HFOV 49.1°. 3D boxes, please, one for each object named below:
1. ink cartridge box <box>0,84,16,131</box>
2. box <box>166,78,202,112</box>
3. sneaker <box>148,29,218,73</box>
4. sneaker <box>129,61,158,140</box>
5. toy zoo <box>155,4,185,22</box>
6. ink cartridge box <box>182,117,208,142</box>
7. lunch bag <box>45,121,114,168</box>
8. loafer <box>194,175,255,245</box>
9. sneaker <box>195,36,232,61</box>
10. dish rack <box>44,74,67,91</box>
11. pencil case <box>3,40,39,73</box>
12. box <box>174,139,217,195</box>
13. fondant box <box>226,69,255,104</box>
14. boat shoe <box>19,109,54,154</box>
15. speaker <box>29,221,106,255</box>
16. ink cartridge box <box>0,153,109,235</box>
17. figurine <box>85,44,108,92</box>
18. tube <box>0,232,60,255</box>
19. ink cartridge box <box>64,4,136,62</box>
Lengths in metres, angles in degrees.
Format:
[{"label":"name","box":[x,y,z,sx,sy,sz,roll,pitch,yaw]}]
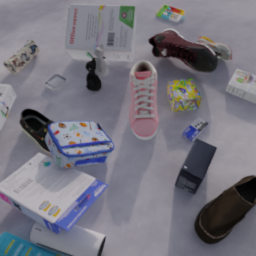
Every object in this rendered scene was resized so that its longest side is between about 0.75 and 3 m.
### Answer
[{"label":"ink cartridge box","box":[-5.071,-0.782,10.256,1.237,0.717,1.709,5,56,4]},{"label":"box","box":[2.095,-1.252,10.628,1.015,0.643,1.054,-7,56,-5]},{"label":"sneaker","box":[1.972,-2.921,11.222,1.715,1.123,2.969,-26,52,-36]},{"label":"sneaker","box":[0.502,-1.095,9.856,1.065,1.479,2.829,-1,64,9]},{"label":"toy zoo","box":[2.194,-5.719,14.016,1.403,0.144,0.920,25,59,16]},{"label":"ink cartridge box","box":[2.407,0.044,10.001,0.441,0.207,0.938,38,63,24]},{"label":"lunch bag","box":[-1.469,0.497,8.905,2.050,0.775,1.643,-5,43,-39]},{"label":"loafer","box":[2.972,2.169,8.061,2.741,0.978,1.000,-36,63,-22]},{"label":"sneaker","box":[3.607,-3.269,12.067,1.830,0.712,0.752,32,65,31]},{"label":"dish rack","box":[-2.921,-1.816,11.309,0.681,0.173,0.794,29,60,20]},{"label":"pencil case","box":[-4.486,-2.999,11.788,0.637,0.732,1.637,25,60,15]},{"label":"box","box":[2.056,1.200,8.585,0.720,1.227,1.206,25,59,16]},{"label":"fondant box","box":[4.742,-1.626,11.028,1.435,0.418,1.035,27,60,16]},{"label":"boat shoe","box":[-2.783,0.166,9.563,2.329,0.730,0.852,33,49,15]},{"label":"speaker","box":[-1.603,3.011,7.602,1.942,0.788,0.788,15,57,9]},{"label":"ink cartridge box","box":[-2.143,1.812,7.943,2.909,0.610,1.736,15,41,31]},{"label":"figurine","box":[-1.229,-2.395,10.970,0.610,1.382,1.416,14,56,10]},{"label":"tube","box":[-2.432,3.551,7.433,2.344,0.591,0.908,23,63,8]},{"label":"ink cartridge box","box":[-1.093,-3.946,11.702,2.731,1.147,1.978,4,83,6]}]
